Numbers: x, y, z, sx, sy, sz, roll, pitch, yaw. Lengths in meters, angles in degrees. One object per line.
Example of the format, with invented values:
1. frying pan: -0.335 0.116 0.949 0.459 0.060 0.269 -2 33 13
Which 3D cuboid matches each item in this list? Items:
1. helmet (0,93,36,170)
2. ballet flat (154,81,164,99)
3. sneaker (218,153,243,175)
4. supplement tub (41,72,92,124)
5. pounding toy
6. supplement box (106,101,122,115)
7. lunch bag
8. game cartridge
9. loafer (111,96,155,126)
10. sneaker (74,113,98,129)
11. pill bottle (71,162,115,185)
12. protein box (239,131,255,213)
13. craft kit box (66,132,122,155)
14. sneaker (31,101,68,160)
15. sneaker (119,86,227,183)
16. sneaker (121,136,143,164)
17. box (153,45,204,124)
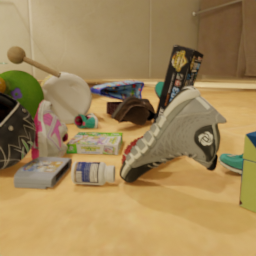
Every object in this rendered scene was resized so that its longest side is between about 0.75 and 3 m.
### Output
1. helmet: -2.925 0.100 6.211 1.694 1.777 1.777 30 16 3
2. ballet flat: 2.105 -1.181 12.641 0.941 0.941 2.536 -8 42 -33
3. sneaker: 2.770 0.630 6.087 1.600 0.637 0.620 0 27 1
4. supplement tub: -2.794 -1.372 12.091 2.024 2.024 2.803 -4 13 -18
5. pounding toy: -3.999 -1.269 9.577 2.184 2.830 1.313 32 5 6
6. supplement box: -0.057 -0.823 12.830 1.094 0.612 2.010 -6 13 -34
7. lunch bag: -0.622 -1.673 12.538 2.181 1.026 1.642 1 11 -21
8. game cartridge: -1.817 0.918 5.978 0.890 0.278 1.336 5 13 4
9. loafer: 0.376 -0.588 10.678 0.942 0.969 2.655 47 30 16
10. sneaker: -1.693 -0.285 10.745 0.797 0.552 1.321 5 11 -23
11. pill bottle: -0.673 0.897 5.529 0.813 0.451 0.451 1 13 7
12. protein box: 3.149 0.719 4.426 1.897 1.280 1.883 -10 16 -37
13. craft kit box: -0.907 0.422 8.045 1.403 0.345 1.421 3 13 3
14. sneaker: -2.085 0.092 7.543 0.887 0.818 2.010 11 44 -27
15. sneaker: 0.866 0.504 5.102 1.333 2.309 0.866 41 26 13
16. sneaker: 0.647 0.561 6.640 1.907 0.783 0.742 -29 35 -34
17. box: 1.677 -1.190 9.322 0.707 2.823 2.844 17 17 15
